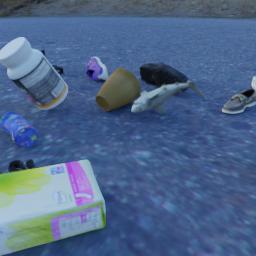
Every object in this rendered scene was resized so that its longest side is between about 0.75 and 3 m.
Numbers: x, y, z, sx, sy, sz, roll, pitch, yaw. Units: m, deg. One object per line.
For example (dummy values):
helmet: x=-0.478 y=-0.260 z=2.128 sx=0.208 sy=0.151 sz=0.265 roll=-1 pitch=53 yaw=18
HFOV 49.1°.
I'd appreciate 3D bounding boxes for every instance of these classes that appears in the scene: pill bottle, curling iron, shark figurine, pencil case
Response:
pill bottle: x=-3.015 y=-1.702 z=8.999 sx=1.264 sy=2.172 sz=1.264 roll=-18 pitch=44 yaw=18
curling iron: x=-3.211 y=0.790 z=6.315 sx=2.877 sy=0.368 sz=0.713 roll=12 pitch=38 yaw=22
shark figurine: x=1.220 y=-0.909 z=9.022 sx=2.230 sy=0.931 sz=1.332 roll=-20 pitch=20 yaw=8
pencil case: x=-2.998 y=0.033 z=7.623 sx=0.638 sy=0.574 sz=1.470 roll=-15 pitch=29 yaw=-36

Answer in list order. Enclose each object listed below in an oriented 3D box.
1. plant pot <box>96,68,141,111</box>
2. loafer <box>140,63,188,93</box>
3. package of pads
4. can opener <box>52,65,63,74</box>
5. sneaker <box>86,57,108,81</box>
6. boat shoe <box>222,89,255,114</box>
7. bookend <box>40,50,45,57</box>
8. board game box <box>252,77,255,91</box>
plant pot: x=-0.447 y=-1.192 z=9.606 sx=1.236 sy=1.236 sz=1.326 roll=21 pitch=51 yaw=36
loafer: x=1.570 y=-2.178 z=11.543 sx=1.049 sy=1.015 sz=2.989 roll=-21 pitch=29 yaw=-21
package of pads: x=-1.472 y=1.319 z=4.962 sx=1.955 sy=0.667 sz=1.511 roll=-9 pitch=27 yaw=-16
can opener: x=-3.484 y=-2.924 z=13.795 sx=0.444 sy=0.358 sz=1.128 roll=-16 pitch=31 yaw=-27
sneaker: x=-1.608 y=-2.724 z=12.935 sx=0.865 sy=0.836 sz=2.073 roll=-15 pitch=30 yaw=-16
boat shoe: x=3.839 y=-0.928 z=9.608 sx=1.756 sy=0.522 sz=0.631 roll=-20 pitch=33 yaw=-35
bookend: x=-4.699 y=-3.428 z=14.154 sx=0.950 sy=0.944 sz=0.438 roll=3 pitch=28 yaw=8
board game box: x=6.256 y=-1.493 z=10.822 sx=2.523 sy=0.437 sz=1.593 roll=6 pitch=26 yaw=12
